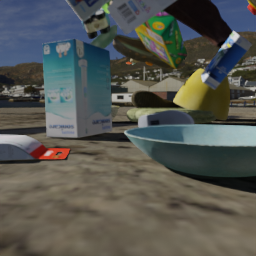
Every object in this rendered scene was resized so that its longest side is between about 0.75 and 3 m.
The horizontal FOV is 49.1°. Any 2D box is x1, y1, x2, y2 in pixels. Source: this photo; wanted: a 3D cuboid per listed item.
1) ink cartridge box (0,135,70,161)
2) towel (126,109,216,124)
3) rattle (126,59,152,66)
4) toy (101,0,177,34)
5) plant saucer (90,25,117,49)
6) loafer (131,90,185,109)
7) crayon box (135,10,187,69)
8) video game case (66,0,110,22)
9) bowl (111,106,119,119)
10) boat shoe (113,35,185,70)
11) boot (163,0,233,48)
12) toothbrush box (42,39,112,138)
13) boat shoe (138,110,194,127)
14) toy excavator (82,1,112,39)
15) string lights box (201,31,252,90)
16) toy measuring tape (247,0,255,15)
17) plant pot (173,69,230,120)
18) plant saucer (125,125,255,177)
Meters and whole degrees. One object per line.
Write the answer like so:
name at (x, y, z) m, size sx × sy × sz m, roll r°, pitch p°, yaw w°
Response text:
ink cartridge box at (-1.377, 0.253, 3.848) m, size 1.059 × 0.302 × 0.861 m, roll -5°, pitch 5°, yaw -6°
towel at (1.504, -0.414, 9.926) m, size 2.700 × 0.493 × 2.003 m, roll -1°, pitch 6°, yaw -25°
rattle at (0.533, -2.911, 12.641) m, size 1.319 × 0.942 × 0.859 m, roll -30°, pitch -6°, yaw 35°
toy at (0.577, -2.753, 4.673) m, size 2.643 × 1.522 × 0.624 m, roll -35°, pitch -5°, yaw -9°
plant saucer at (-0.932, -3.214, 10.467) m, size 1.563 × 0.301 × 1.563 m, roll -38°, pitch 6°, yaw 5°
loafer at (1.253, -0.955, 12.434) m, size 2.529 × 0.962 × 0.853 m, roll 19°, pitch -4°, yaw -16°
crayon box at (0.872, -2.556, 7.836) m, size 1.216 × 0.596 × 2.047 m, roll 41°, pitch 4°, yaw 22°
video game case at (-0.478, -1.993, 2.527) m, size 1.143 × 1.596 × 0.144 m, roll -38°, pitch 33°, yaw 3°
bowl at (-0.957, -0.526, 10.530) m, size 1.267 × 0.595 × 1.267 m, roll 0°, pitch 6°, yaw 0°
boat shoe at (0.814, -2.931, 10.142) m, size 2.898 × 1.040 × 1.097 m, roll 9°, pitch 2°, yaw -27°
boot at (2.053, -3.447, 8.544) m, size 2.854 × 2.374 × 1.033 m, roll -14°, pitch -28°, yaw -43°
toothbrush box at (-1.040, -0.794, 6.085) m, size 0.817 × 1.916 × 1.403 m, roll -1°, pitch 5°, yaw 26°
boat shoe at (0.909, -0.141, 6.295) m, size 0.525 × 0.591 × 1.607 m, roll -9°, pitch 10°, yaw -37°
toy excavator at (-0.927, -3.818, 9.510) m, size 1.356 × 0.696 × 1.394 m, roll -19°, pitch 46°, yaw 3°
string lights box at (2.435, -1.693, 7.074) m, size 0.398 × 1.350 × 0.694 m, roll 31°, pitch 28°, yaw -7°
toy measuring tape at (3.031, -3.252, 6.879) m, size 1.450 × 0.533 × 0.533 m, roll 42°, pitch 0°, yaw -8°
plant pot at (3.307, -1.529, 11.837) m, size 2.354 × 1.671 × 2.354 m, roll 16°, pitch 16°, yaw -5°
plant saucer at (0.998, 0.229, 3.227) m, size 2.092 × 0.403 × 2.092 m, roll 0°, pitch 4°, yaw 0°
